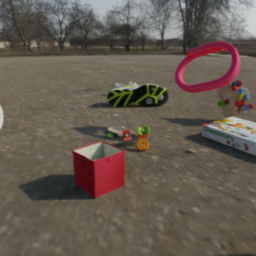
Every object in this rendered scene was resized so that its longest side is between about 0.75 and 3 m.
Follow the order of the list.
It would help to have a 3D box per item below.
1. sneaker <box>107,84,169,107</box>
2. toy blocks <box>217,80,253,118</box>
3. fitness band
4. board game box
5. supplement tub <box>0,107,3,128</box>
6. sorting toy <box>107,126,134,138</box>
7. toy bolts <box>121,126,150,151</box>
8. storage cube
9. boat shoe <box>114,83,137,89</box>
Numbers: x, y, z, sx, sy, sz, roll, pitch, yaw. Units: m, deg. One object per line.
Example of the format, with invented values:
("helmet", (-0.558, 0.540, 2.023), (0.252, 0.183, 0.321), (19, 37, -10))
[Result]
("sneaker", (0.472, -1.596, 13.150), (2.888, 1.089, 1.103), (1, 19, -2))
("toy blocks", (3.933, -1.114, 10.298), (0.780, 1.562, 1.068), (-1, -14, -34))
("fitness band", (2.456, -1.895, 8.915), (2.103, 1.511, 0.394), (-9, -20, 37))
("board game box", (3.678, 0.258, 8.445), (1.544, 0.423, 2.446), (-13, 23, -33))
("supplement tub", (-5.205, -0.378, 8.791), (2.004, 1.447, 1.447), (7, 19, 16))
("sorting toy", (-0.367, 0.150, 9.302), (0.961, 0.141, 0.711), (-10, 22, -33))
("toy bolts", (0.223, 0.378, 8.259), (0.834, 0.796, 0.578), (-4, -22, -1))
("storage cube", (-0.613, 0.860, 5.999), (0.937, 0.842, 0.801), (-15, 23, -40))
("boat shoe", (0.218, -2.099, 15.220), (2.091, 0.730, 0.741), (8, 20, 23))
